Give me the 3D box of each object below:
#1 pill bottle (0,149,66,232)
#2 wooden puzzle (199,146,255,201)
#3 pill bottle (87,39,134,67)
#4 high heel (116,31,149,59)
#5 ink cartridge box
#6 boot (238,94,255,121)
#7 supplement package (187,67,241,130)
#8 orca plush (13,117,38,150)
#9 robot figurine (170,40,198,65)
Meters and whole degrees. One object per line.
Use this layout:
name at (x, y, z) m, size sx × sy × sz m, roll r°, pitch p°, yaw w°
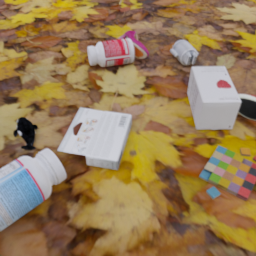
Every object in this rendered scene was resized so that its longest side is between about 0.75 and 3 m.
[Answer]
pill bottle at (-2.607, 1.433, 6.505) m, size 2.204 × 1.199 × 1.199 m, roll -33°, pitch 53°, yaw -29°
wooden puzzle at (2.799, 1.157, 7.574) m, size 1.293 × 0.153 × 2.180 m, roll 26°, pitch 49°, yaw 25°
pill bottle at (-0.707, -3.012, 11.328) m, size 1.769 × 0.993 × 0.993 m, roll -11°, pitch 45°, yaw -13°
high heel at (0.473, -3.713, 12.252) m, size 1.100 × 0.772 × 2.293 m, roll -32°, pitch 38°, yaw -16°
ink cartridge box at (-0.914, 0.254, 8.331) m, size 1.711 × 0.429 × 1.972 m, roll 8°, pitch 44°, yaw 9°
boot at (4.501, -0.911, 9.364) m, size 2.047 × 0.741 × 1.477 m, roll 18°, pitch 46°, yaw 7°
supplement package at (2.704, -1.001, 9.097) m, size 1.174 × 1.160 × 1.937 m, roll -1°, pitch 44°, yaw 0°
orca plush at (-3.164, 0.059, 8.476) m, size 0.737 × 0.498 × 1.401 m, roll -7°, pitch 44°, yaw -8°
robot figurine at (2.327, -3.133, 11.621) m, size 1.158 × 0.771 × 1.366 m, roll -4°, pitch 43°, yaw -20°
